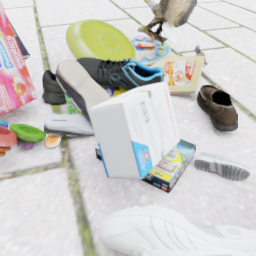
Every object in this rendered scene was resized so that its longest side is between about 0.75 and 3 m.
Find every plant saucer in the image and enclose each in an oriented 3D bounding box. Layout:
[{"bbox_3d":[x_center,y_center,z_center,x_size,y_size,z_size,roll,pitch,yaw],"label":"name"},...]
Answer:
[{"bbox_3d":[-0.777,-2.967,10.148,2.952,0.459,2.952,19,48,-23],"label":"plant saucer"}]

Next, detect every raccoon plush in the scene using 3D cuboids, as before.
[{"bbox_3d":[2.841,-2.736,10.720,0.410,0.846,0.567,0,-8,35],"label":"raccoon plush"}]

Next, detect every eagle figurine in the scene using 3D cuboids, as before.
[{"bbox_3d":[1.457,-4.640,10.572,2.027,2.686,2.038,30,22,-8],"label":"eagle figurine"}]

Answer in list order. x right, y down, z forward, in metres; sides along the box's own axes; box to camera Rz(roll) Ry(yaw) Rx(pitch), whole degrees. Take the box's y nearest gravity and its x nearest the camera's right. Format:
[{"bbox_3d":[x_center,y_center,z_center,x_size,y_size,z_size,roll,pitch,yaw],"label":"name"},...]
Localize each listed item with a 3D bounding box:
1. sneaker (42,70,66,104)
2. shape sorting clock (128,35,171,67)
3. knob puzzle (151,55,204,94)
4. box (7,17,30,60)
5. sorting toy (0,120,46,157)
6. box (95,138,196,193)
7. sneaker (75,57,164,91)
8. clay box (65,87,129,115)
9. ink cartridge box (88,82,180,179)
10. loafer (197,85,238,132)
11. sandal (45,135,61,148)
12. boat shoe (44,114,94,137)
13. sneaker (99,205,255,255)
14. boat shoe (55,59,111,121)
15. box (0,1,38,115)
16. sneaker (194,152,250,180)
[{"bbox_3d":[-1.593,-1.419,9.036,2.440,1.107,0.927,-4,33,-7],"label":"sneaker"},{"bbox_3d":[0.466,-3.402,12.104,2.750,0.540,2.750,-1,37,0],"label":"shape sorting clock"},{"bbox_3d":[1.536,-1.854,10.090,2.336,0.324,2.336,-11,47,12],"label":"knob puzzle"},{"bbox_3d":[-4.861,-3.003,9.440,1.798,2.430,1.268,-27,9,22],"label":"box"},{"bbox_3d":[-2.943,0.343,6.906,1.081,0.739,1.799,25,11,23],"label":"sorting toy"},{"bbox_3d":[0.432,0.589,6.931,2.068,0.390,1.412,22,45,27],"label":"box"},{"bbox_3d":[-0.264,-1.642,7.982,2.669,1.093,0.977,12,62,-6],"label":"sneaker"},{"bbox_3d":[-0.749,-0.912,8.456,2.168,0.516,1.245,-11,67,-15],"label":"clay box"},{"bbox_3d":[0.238,-0.021,5.788,0.831,1.439,1.971,-7,14,32],"label":"ink cartridge box"},{"bbox_3d":[2.733,-0.816,8.383,0.861,0.841,2.358,-4,33,-4],"label":"loafer"},{"bbox_3d":[-2.022,0.022,7.711,0.490,0.366,1.278,-8,37,0],"label":"sandal"},{"bbox_3d":[-1.537,-0.038,7.643,1.552,0.551,0.560,8,55,-29],"label":"boat shoe"},{"bbox_3d":[0.805,2.120,4.342,2.852,1.111,1.417,7,52,14],"label":"sneaker"},{"bbox_3d":[-1.139,-0.818,7.674,0.831,2.288,0.718,-48,20,-30],"label":"boat shoe"},{"bbox_3d":[-3.917,-1.852,7.714,1.403,2.938,1.465,-10,18,22],"label":"box"},{"bbox_3d":[2.243,0.821,6.609,1.253,0.468,0.514,17,40,22],"label":"sneaker"}]
